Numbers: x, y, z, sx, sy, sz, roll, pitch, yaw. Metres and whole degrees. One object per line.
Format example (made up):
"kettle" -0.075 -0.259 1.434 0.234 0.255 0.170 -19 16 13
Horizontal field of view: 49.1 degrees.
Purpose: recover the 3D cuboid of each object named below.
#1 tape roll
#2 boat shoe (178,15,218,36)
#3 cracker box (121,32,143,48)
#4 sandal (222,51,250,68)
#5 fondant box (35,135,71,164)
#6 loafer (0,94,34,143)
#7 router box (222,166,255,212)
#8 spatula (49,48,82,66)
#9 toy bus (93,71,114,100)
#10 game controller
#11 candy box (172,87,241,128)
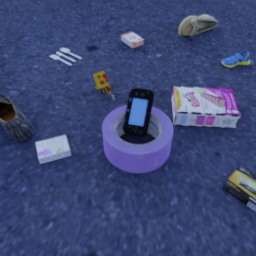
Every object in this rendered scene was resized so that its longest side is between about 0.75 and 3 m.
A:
"tape roll" 0.301 0.296 9.152 2.257 0.959 2.257 0 46 0
"boat shoe" 3.743 -5.448 14.969 2.538 0.926 0.798 -23 44 -31
"cracker box" 0.207 -4.548 14.462 0.709 0.305 1.059 -27 51 -24
"sandal" 4.985 -3.195 12.903 1.415 0.616 0.563 -13 48 -11
"fondant box" -2.466 0.695 9.219 1.013 0.295 0.731 -15 47 -13
"loafer" -4.395 -0.653 9.918 2.849 1.030 1.037 33 65 28
"router box" 3.504 1.760 8.136 1.170 0.305 0.920 35 54 30
"spatula" -2.978 -3.438 13.494 1.404 0.113 0.977 28 50 25
"toy bus" -1.022 -1.690 11.139 0.565 1.032 1.094 -18 46 -1
"game controller" 0.333 -0.503 9.119 0.825 0.333 1.582 10 84 4
"candy box" 2.814 -0.798 10.428 2.265 0.691 1.545 2 45 2
